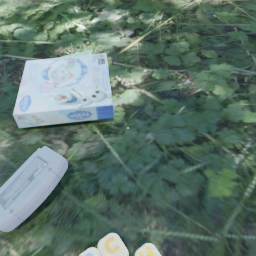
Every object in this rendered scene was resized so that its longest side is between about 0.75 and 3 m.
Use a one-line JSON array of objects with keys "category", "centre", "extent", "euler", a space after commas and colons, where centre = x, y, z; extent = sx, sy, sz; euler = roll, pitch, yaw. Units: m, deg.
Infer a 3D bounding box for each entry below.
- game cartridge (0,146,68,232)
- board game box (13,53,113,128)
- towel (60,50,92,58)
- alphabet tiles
[{"category": "game cartridge", "centre": [-2.413, 1.408, 6.760], "extent": [2.058, 0.416, 1.372], "euler": [-49, 35, -18]}, {"category": "board game box", "centre": [-2.078, -1.373, 9.455], "extent": [2.944, 0.642, 2.958], "euler": [-5, 46, -3]}, {"category": "towel", "centre": [-1.860, -2.402, 10.950], "extent": [1.332, 0.204, 1.746], "euler": [-18, 53, -13]}, {"category": "alphabet tiles", "centre": [-0.161, 3.358, 5.186], "extent": [2.462, 0.180, 2.408], "euler": [-29, 73, -24]}]
